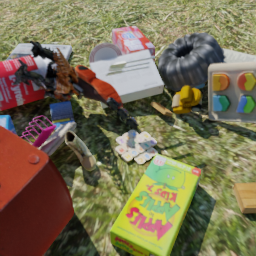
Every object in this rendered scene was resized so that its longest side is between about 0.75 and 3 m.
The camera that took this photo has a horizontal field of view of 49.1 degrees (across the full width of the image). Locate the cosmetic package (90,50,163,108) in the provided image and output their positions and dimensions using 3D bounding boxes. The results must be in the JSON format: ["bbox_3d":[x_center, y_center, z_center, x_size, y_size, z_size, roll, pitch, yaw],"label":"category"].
[{"bbox_3d":[-0.074,-1.767,9.972,2.228,0.576,1.680,-15,61,-6],"label":"cosmetic package"}]

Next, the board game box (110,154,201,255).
[{"bbox_3d":[0.730,1.783,6.532,1.243,0.583,2.447,19,45,20],"label":"board game box"}]

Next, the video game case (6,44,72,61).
[{"bbox_3d":[-3.863,-2.983,12.063,2.471,0.289,2.246,3,42,2],"label":"video game case"}]

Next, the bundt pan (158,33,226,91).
[{"bbox_3d":[2.170,-2.559,10.207,2.506,0.940,2.506,-22,39,20],"label":"bundt pan"}]

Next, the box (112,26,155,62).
[{"bbox_3d":[0.179,-3.316,11.811,1.129,1.081,2.265,-13,44,-14],"label":"box"}]

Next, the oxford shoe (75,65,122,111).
[{"bbox_3d":[-1.011,-1.176,9.139,1.997,0.724,0.711,44,38,12],"label":"oxford shoe"}]

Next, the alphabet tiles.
[{"bbox_3d":[0.242,0.526,8.191,1.173,0.086,1.147,-29,57,-27],"label":"alphabet tiles"}]

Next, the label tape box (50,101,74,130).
[{"bbox_3d":[-2.124,-0.362,9.076,0.668,0.308,0.932,-11,67,-12],"label":"label tape box"}]

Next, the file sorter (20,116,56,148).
[{"bbox_3d":[-2.491,0.124,7.655,0.512,0.816,0.567,44,22,4],"label":"file sorter"}]

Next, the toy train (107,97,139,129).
[{"bbox_3d":[-0.152,-0.431,8.538,0.245,1.436,0.329,-28,37,25],"label":"toy train"}]

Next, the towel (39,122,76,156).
[{"bbox_3d":[-2.060,0.341,8.017,0.857,0.223,1.294,-9,36,51],"label":"towel"}]

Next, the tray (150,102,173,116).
[{"bbox_3d":[1.116,-0.638,9.394,0.371,0.139,0.752,11,24,-43],"label":"tray"}]

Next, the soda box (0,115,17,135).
[{"bbox_3d":[-4.645,0.540,7.586,2.992,1.015,0.960,-10,43,-10],"label":"soda box"}]

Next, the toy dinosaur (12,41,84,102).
[{"bbox_3d":[-2.182,-1.658,8.545,1.996,2.942,1.503,29,50,-7],"label":"toy dinosaur"}]

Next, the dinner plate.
[{"bbox_3d":[-0.820,-2.547,10.426,1.270,1.270,0.154,-8,34,-9],"label":"dinner plate"}]

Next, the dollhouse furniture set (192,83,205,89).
[{"bbox_3d":[2.322,-1.983,10.602,1.021,0.666,0.964,-16,48,-20],"label":"dollhouse furniture set"}]

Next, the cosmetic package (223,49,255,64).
[{"bbox_3d":[3.833,-2.406,10.959,2.433,0.865,1.280,22,46,23],"label":"cosmetic package"}]

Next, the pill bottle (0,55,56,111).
[{"bbox_3d":[-3.588,-1.598,9.545,2.699,1.515,1.515,-21,46,-23],"label":"pill bottle"}]

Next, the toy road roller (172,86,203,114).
[{"bbox_3d":[1.843,-0.953,9.088,1.111,0.811,0.682,-6,63,40],"label":"toy road roller"}]

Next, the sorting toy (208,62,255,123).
[{"bbox_3d":[3.251,-1.077,8.588,1.670,1.805,0.329,6,13,37],"label":"sorting toy"}]

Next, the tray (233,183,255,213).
[{"bbox_3d":[3.426,1.697,6.879,1.447,0.268,0.714,-1,42,-2],"label":"tray"}]

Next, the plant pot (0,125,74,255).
[{"bbox_3d":[-2.798,1.343,5.148,2.801,2.468,2.798,30,48,9],"label":"plant pot"}]

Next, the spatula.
[{"bbox_3d":[0.066,-1.732,7.917,1.350,0.939,0.108,-13,81,-14],"label":"spatula"}]

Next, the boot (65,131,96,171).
[{"bbox_3d":[-1.299,0.614,7.557,0.389,0.834,1.078,-34,52,-4],"label":"boot"}]
